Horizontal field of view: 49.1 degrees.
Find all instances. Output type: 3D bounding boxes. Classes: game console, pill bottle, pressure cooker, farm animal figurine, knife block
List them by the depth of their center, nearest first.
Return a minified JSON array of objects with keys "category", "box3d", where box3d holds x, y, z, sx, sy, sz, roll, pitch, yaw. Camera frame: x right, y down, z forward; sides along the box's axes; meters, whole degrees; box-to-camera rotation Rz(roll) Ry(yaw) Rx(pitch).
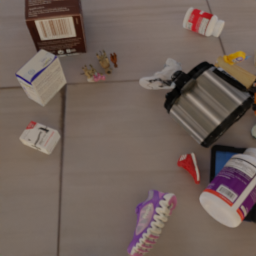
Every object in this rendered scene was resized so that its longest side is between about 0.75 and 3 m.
[{"category":"pill bottle","box3d":[3.680,1.906,9.358,1.447,1.447,2.573,40,71,19]},{"category":"game console","box3d":[4.238,1.713,9.658,1.653,2.384,2.793,21,61,-19]},{"category":"pressure cooker","box3d":[2.728,-1.014,10.385,2.572,2.533,2.880,-35,71,-29]},{"category":"knife block","box3d":[4.955,-2.000,12.063,2.086,0.760,2.377,-3,62,-3]},{"category":"farm animal figurine","box3d":[-1.192,-2.556,12.399,1.350,0.841,1.672,25,67,33]},{"category":"pill bottle","box3d":[3.639,-5.042,13.503,1.770,0.993,0.993,27,65,16]}]

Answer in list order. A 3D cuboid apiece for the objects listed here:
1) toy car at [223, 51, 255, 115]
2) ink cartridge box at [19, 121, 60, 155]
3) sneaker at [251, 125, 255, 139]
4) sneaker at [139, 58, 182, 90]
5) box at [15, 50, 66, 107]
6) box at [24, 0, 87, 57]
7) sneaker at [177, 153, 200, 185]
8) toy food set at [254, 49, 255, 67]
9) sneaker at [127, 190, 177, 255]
[{"category":"toy car","box3d":[4.689,-1.544,10.367,2.878,0.958,1.412,33,67,-23]},{"category":"ink cartridge box","box3d":[-3.425,0.378,10.935,1.220,0.511,0.880,20,64,11]},{"category":"sneaker","box3d":[5.564,-0.228,11.095,1.696,0.793,0.597,-39,69,-19]},{"category":"sneaker","box3d":[1.455,-2.314,12.075,2.049,0.770,1.177,-2,78,-9]},{"category":"box","box3d":[-3.525,-2.036,11.537,0.892,1.700,1.563,30,66,15]},{"category":"box","box3d":[-3.235,-5.071,12.805,2.326,2.303,2.804,-8,62,-4]},{"category":"sneaker","box3d":[2.223,1.552,10.407,0.724,0.491,1.254,-8,50,5]},{"category":"toy food set","box3d":[6.291,-3.100,12.741,1.166,0.352,0.837,13,67,-5]},{"category":"sneaker","box3d":[0.621,3.078,9.330,1.053,0.958,2.383,24,72,34]}]
